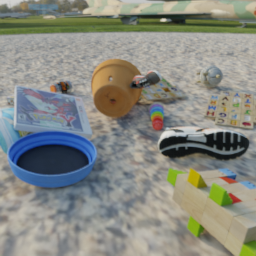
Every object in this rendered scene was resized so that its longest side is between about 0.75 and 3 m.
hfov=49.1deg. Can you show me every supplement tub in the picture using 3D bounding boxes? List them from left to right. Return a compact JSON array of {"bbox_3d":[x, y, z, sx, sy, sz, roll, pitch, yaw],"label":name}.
[{"bbox_3d":[-3.565,-2.135,14.925,1.073,0.657,0.657,-24,35,-38],"label":"supplement tub"}]

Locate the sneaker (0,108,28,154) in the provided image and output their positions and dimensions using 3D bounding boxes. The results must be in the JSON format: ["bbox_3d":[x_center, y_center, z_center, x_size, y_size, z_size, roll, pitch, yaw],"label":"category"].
[{"bbox_3d":[-3.795,-0.153,10.212,1.948,1.187,2.983,-14,30,-24],"label":"sneaker"}]

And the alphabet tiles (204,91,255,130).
[{"bbox_3d":[4.734,-0.859,12.337,2.446,0.093,2.940,9,37,19],"label":"alphabet tiles"}]

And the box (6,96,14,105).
[{"bbox_3d":[-4.905,-1.263,13.435,1.887,0.365,0.391,8,27,15],"label":"box"}]

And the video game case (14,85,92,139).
[{"bbox_3d":[-2.838,-0.614,10.525,2.696,0.310,2.457,8,36,-27],"label":"video game case"}]

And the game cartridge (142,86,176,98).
[{"bbox_3d":[1.025,-2.271,15.463,2.153,0.396,2.443,-20,35,-36],"label":"game cartridge"}]

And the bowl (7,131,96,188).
[{"bbox_3d":[-2.254,0.888,8.503,2.573,0.505,2.573,6,26,-3],"label":"bowl"}]

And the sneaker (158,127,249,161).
[{"bbox_3d":[2.472,0.352,9.305,2.913,1.074,1.165,3,24,6],"label":"sneaker"}]

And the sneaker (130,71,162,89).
[{"bbox_3d":[0.647,-1.731,10.755,1.493,0.575,0.611,-10,33,50],"label":"sneaker"}]

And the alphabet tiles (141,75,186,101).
[{"bbox_3d":[1.112,-2.121,14.273,2.932,0.111,2.451,-8,41,-32],"label":"alphabet tiles"}]

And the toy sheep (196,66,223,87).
[{"bbox_3d":[4.667,-2.897,15.823,1.339,1.339,1.942,-4,17,-9],"label":"toy sheep"}]

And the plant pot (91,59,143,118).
[{"bbox_3d":[-0.558,-1.537,12.035,2.346,2.346,1.642,3,38,6],"label":"plant pot"}]

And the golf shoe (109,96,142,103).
[{"bbox_3d":[-0.292,-1.637,13.618,1.965,0.905,0.713,1,25,-2],"label":"golf shoe"}]

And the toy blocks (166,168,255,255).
[{"bbox_3d":[2.412,1.754,6.387,1.872,1.369,2.739,-1,20,-29],"label":"toy blocks"}]

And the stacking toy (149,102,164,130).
[{"bbox_3d":[1.200,-0.416,11.508,0.681,0.681,1.594,1,33,2],"label":"stacking toy"}]
